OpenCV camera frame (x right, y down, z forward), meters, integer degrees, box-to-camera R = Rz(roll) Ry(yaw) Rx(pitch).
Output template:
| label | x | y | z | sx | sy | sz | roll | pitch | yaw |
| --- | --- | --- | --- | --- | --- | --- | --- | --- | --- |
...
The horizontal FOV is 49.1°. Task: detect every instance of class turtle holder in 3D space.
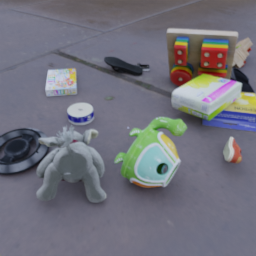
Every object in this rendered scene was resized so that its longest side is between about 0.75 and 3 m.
| label | x | y | z | sx | sy | sz | roll | pitch | yaw |
| --- | --- | --- | --- | --- | --- | --- | --- | --- | --- |
| turtle holder | 0.772 | 0.760 | 8.105 | 1.489 | 1.594 | 2.097 | 31 | 66 | 20 |

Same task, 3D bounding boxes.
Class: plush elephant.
| label | x | y | z | sx | sy | sz | roll | pitch | yaw |
| --- | --- | --- | --- | --- | --- | --- | --- | --- | --- |
| plush elephant | -1.625 | 0.831 | 8.064 | 1.860 | 2.259 | 1.749 | -2 | 16 | -6 |

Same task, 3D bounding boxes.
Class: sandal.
| label | x | y | z | sx | sy | sz | roll | pitch | yaw |
| --- | --- | --- | --- | --- | --- | --- | --- | --- | --- |
| sandal | -0.308 | -3.032 | 14.225 | 2.133 | 0.510 | 0.802 | 24 | 41 | 10 |
| sandal | 5.169 | -2.225 | 12.985 | 1.053 | 0.593 | 2.771 | -2 | 37 | -2 |

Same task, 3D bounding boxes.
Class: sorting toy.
| label | x | y | z | sx | sy | sz | roll | pitch | yaw |
| --- | --- | --- | --- | --- | --- | --- | --- | --- | --- |
| sorting toy | 3.035 | -2.763 | 12.074 | 2.787 | 2.770 | 0.970 | 9 | 60 | 18 |

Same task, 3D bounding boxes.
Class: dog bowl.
| label | x | y | z | sx | sy | sz | roll | pitch | yaw |
| --- | --- | --- | --- | --- | --- | --- | --- | --- | --- |
| dog bowl | -1.857 | -0.551 | 10.958 | 1.011 | 0.398 | 1.011 | 0 | 37 | 0 |

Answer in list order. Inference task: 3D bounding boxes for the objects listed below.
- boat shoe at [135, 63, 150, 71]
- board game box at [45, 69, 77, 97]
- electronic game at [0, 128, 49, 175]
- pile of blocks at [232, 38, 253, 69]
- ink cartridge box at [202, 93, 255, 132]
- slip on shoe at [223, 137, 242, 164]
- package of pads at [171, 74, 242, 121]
| label | x | y | z | sx | sy | sz | roll | pitch | yaw |
| --- | --- | --- | --- | --- | --- | --- | --- | --- | --- |
| boat shoe | 0.589 | -3.166 | 14.420 | 1.065 | 0.353 | 0.372 | 11 | 39 | 14 |
| board game box | -3.100 | -2.158 | 13.101 | 1.338 | 0.341 | 1.990 | -6 | 38 | -8 |
| electronic game | -3.655 | 0.719 | 9.253 | 2.056 | 0.428 | 2.056 | -2 | 42 | 1 |
| pile of blocks | 5.892 | -3.746 | 14.996 | 0.843 | 1.114 | 2.714 | 47 | 55 | -9 |
| ink cartridge box | 4.061 | -0.776 | 11.204 | 2.122 | 0.505 | 2.147 | 7 | 36 | 9 |
| slip on shoe | 3.330 | 0.727 | 8.897 | 0.446 | 0.540 | 1.459 | 22 | 23 | 7 |
| package of pads | 2.986 | -1.277 | 10.826 | 2.300 | 0.784 | 1.777 | -31 | 40 | -34 |
